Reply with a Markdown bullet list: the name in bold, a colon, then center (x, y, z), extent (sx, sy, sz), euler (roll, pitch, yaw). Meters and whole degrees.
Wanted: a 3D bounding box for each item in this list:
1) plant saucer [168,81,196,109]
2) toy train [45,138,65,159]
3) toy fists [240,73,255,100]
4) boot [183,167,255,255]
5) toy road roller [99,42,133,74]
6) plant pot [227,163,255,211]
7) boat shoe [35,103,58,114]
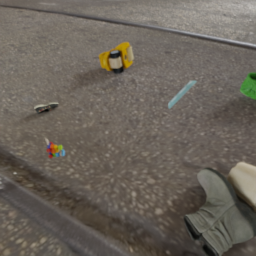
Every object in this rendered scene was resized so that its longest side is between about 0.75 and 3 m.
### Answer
- **plant saucer**: center (1.780, -1.138, 9.405), extent (0.175, 1.279, 1.279), euler (44, 48, 3)
- **toy train**: center (-2.392, 0.630, 9.152), extent (0.501, 0.866, 0.366), euler (1, 46, 1)
- **toy fists**: center (6.293, -1.793, 12.647), extent (2.288, 1.167, 0.787), euler (2, 54, 3)
- **boot**: center (2.209, 2.196, 7.710), extent (1.643, 0.852, 2.515), euler (-18, 39, -13)
- **toy road roller**: center (-0.711, -3.829, 15.327), extent (1.404, 1.182, 1.924), euler (9, 38, 30)
- **plant pot**: center (3.648, 1.668, 8.112), extent (1.370, 1.370, 1.254), euler (-22, 31, -27)
- **boat shoe**: center (-3.485, -0.840, 12.075), extent (1.041, 0.381, 0.326), euler (-19, 79, -39)
